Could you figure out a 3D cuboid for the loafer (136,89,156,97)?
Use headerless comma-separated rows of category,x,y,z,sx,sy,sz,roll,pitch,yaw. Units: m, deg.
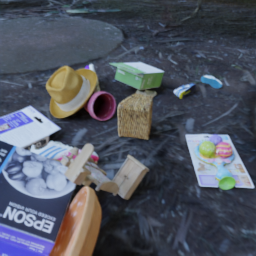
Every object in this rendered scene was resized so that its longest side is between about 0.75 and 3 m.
loafer,0.834,-1.626,13.004,0.991,0.338,0.375,-5,35,-7

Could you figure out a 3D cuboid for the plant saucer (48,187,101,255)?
plant saucer,-1.162,2.400,5.613,0.459,2.454,2.454,26,33,-11

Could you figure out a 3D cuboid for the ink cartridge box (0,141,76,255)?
ink cartridge box,-2.803,1.669,6.314,2.788,0.611,2.814,22,44,-10

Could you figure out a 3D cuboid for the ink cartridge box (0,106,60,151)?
ink cartridge box,-3.955,0.149,10.253,2.158,0.473,2.179,32,45,33

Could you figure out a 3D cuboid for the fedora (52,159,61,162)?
fedora,-2.453,1.641,7.901,1.835,0.748,1.835,0,33,0

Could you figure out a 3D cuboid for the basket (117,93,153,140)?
basket,0.275,-0.481,10.218,1.148,1.542,1.100,7,43,9

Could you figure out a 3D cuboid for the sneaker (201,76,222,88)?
sneaker,4.222,-2.342,13.971,0.465,0.440,1.151,-22,42,-32

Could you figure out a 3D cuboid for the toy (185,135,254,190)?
toy,2.916,0.810,9.198,1.599,0.656,2.778,1,35,1

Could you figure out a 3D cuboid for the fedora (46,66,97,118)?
fedora,-2.548,-1.695,11.523,2.724,1.111,2.724,-21,47,25

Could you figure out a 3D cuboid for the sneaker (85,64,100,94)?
sneaker,-2.149,-2.132,13.197,1.420,0.992,2.855,-17,31,-1

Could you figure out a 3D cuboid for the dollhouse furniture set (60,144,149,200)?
dollhouse furniture set,-0.690,0.944,7.356,1.241,2.394,1.060,34,90,37

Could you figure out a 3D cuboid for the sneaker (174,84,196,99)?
sneaker,2.682,-1.801,13.160,1.273,0.471,0.524,-25,40,-33

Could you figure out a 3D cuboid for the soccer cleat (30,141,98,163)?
soccer cleat,-2.087,0.797,8.957,2.221,0.776,0.959,-5,57,-4

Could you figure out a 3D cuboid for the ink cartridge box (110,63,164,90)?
ink cartridge box,0.378,-2.402,12.899,1.428,0.816,2.751,27,24,24

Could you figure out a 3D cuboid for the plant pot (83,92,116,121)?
plant pot,-1.257,-0.938,11.438,1.155,1.155,1.034,-26,27,-32
